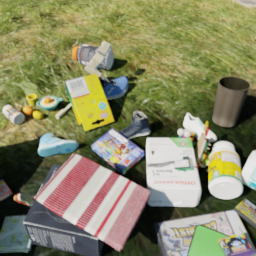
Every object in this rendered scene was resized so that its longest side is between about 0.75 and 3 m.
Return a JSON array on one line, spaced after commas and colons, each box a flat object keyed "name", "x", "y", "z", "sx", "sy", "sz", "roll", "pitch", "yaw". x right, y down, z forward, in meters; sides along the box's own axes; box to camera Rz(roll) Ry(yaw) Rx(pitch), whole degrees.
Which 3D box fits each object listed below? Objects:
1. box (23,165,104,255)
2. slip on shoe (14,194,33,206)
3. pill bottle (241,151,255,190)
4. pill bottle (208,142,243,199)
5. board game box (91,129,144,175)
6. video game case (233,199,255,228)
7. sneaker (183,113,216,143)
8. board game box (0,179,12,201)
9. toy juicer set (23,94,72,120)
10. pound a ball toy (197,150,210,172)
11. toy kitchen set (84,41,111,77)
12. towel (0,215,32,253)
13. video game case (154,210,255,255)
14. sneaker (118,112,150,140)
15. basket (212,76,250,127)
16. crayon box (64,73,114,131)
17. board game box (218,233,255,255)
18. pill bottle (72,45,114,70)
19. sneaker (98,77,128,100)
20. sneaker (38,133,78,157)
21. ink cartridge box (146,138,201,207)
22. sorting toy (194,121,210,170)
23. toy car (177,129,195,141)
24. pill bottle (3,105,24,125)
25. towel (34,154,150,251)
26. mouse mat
[{"name": "box", "x": -1.732, "y": 2.645, "z": 9.128, "sx": 2.262, "sy": 1.426, "sz": 2.301, "roll": 9, "pitch": 43, "yaw": 8}, {"name": "slip on shoe", "x": -3.433, "y": 2.374, "z": 9.238, "sx": 0.277, "sy": 0.905, "sz": 0.335, "roll": -11, "pitch": 62, "yaw": 11}, {"name": "pill bottle", "x": 5.427, "y": 1.910, "z": 10.050, "sx": 2.459, "sy": 1.362, "sz": 1.362, "roll": 27, "pitch": 49, "yaw": 26}, {"name": "pill bottle", "x": 3.625, "y": 1.522, "z": 10.558, "sx": 1.163, "sy": 1.163, "sz": 2.062, "roll": 8, "pitch": 44, "yaw": 9}, {"name": "board game box", "x": -0.448, "y": 0.939, "z": 11.695, "sx": 1.886, "sy": 0.325, "sz": 1.277, "roll": 35, "pitch": 62, "yaw": 30}, {"name": "video game case", "x": 4.252, "y": 2.957, "z": 9.491, "sx": 0.996, "sy": 0.141, "sz": 1.102, "roll": -12, "pitch": 42, "yaw": -47}, {"name": "sneaker", "x": 3.214, "y": -0.029, "z": 12.619, "sx": 0.674, "sy": 0.792, "sz": 1.791, "roll": -29, "pitch": 49, "yaw": -29}, {"name": "board game box", "x": -4.791, "y": 2.336, "z": 10.444, "sx": 0.604, "sy": 0.185, "sz": 0.797, "roll": -32, "pitch": 51, "yaw": -31}, {"name": "toy juicer set", "x": -4.029, "y": -1.069, "z": 13.873, "sx": 2.448, "sy": 0.666, "sz": 1.558, "roll": 5, "pitch": 42, "yaw": 5}, {"name": "pound a ball toy", "x": 3.153, "y": 1.359, "z": 11.448, "sx": 0.598, "sy": 0.389, "sz": 0.916, "roll": 44, "pitch": 43, "yaw": -6}, {"name": "toy kitchen set", "x": -1.439, "y": -3.616, "z": 14.894, "sx": 0.912, "sy": 1.549, "sz": 1.241, "roll": 33, "pitch": 62, "yaw": -18}, {"name": "towel", "x": -3.623, "y": 3.439, "z": 9.136, "sx": 1.076, "sy": 0.303, "sz": 1.257, "roll": -1, "pitch": 42, "yaw": -2}, {"name": "video game case", "x": 2.501, "y": 3.917, "z": 8.576, "sx": 2.887, "sy": 0.368, "sz": 2.609, "roll": -7, "pitch": 43, "yaw": -7}, {"name": "sneaker", "x": 0.108, "y": -0.088, "z": 12.342, "sx": 1.682, "sy": 1.215, "sz": 0.639, "roll": -16, "pitch": 46, "yaw": -5}, {"name": "basket", "x": 4.628, "y": -1.149, "z": 12.863, "sx": 1.341, "sy": 1.971, "sz": 1.777, "roll": 18, "pitch": 35, "yaw": 21}, {"name": "crayon box", "x": -1.854, "y": -1.177, "z": 13.332, "sx": 1.585, "sy": 0.634, "sz": 2.496, "roll": -19, "pitch": 86, "yaw": -21}, {"name": "board game box", "x": 3.229, "y": 3.596, "z": 8.393, "sx": 0.817, "sy": 0.232, "sz": 0.675, "roll": -9, "pitch": 41, "yaw": -12}, {"name": "pill bottle", "x": -2.185, "y": -4.355, "z": 17.074, "sx": 2.378, "sy": 1.263, "sz": 1.263, "roll": 14, "pitch": 44, "yaw": 14}, {"name": "sneaker", "x": -1.053, "y": -2.119, "z": 14.637, "sx": 2.714, "sy": 1.210, "sz": 1.066, "roll": -32, "pitch": 51, "yaw": -31}, {"name": "sneaker", "x": -3.030, "y": 0.577, "z": 12.062, "sx": 1.665, "sy": 0.662, "sz": 1.087, "roll": -8, "pitch": 41, "yaw": -13}, {"name": "ink cartridge box", "x": 1.617, "y": 1.602, "z": 10.582, "sx": 1.838, "sy": 1.061, "sz": 2.516, "roll": -1, "pitch": 42, "yaw": 2}, {"name": "sorting toy", "x": 2.993, "y": 0.716, "z": 11.134, "sx": 0.324, "sy": 1.918, "sz": 0.925, "roll": 15, "pitch": 19, "yaw": 3}, {"name": "toy car", "x": 2.551, "y": 0.357, "z": 12.353, "sx": 0.754, "sy": 0.565, "sz": 0.659, "roll": 18, "pitch": 11, "yaw": 42}, {"name": "pill bottle", "x": -5.515, "y": -0.645, "z": 13.427, "sx": 1.080, "sy": 0.628, "sz": 0.628, "roll": 33, "pitch": 51, "yaw": 31}, {"name": "towel", "x": -1.014, "y": 2.116, "z": 8.545, "sx": 2.920, "sy": 0.332, "sz": 2.103, "roll": 25, "pitch": 46, "yaw": 13}, {"name": "mouse mat", "x": 2.549, "y": 3.963, "z": 8.193, "sx": 1.664, "sy": 0.078, "sz": 2.068, "roll": 17, "pitch": 45, "yaw": 18}]
